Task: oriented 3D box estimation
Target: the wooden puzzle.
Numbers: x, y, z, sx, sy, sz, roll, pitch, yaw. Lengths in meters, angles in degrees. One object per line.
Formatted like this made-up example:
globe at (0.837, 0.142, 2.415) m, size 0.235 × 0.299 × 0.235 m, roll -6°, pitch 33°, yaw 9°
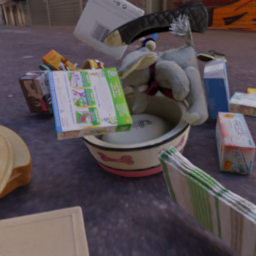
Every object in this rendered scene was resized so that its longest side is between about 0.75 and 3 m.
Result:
wooden puzzle at (-1.599, 2.019, 4.056) m, size 2.042 × 0.411 × 2.207 m, roll -7°, pitch 21°, yaw -13°

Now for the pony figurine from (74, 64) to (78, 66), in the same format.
pony figurine at (-2.950, -2.823, 14.469) m, size 0.923 × 0.768 × 0.891 m, roll 10°, pitch 58°, yaw 13°

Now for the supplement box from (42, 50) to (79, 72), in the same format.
supplement box at (-2.276, -2.052, 10.336) m, size 1.832 × 0.630 × 0.609 m, roll 37°, pitch 62°, yaw 7°

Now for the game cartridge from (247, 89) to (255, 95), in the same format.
game cartridge at (5.583, -1.431, 11.855) m, size 0.964 × 0.177 × 1.094 m, roll 8°, pitch 27°, yaw 17°

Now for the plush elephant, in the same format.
plush elephant at (0.668, -1.142, 6.580) m, size 1.931 × 2.494 × 2.054 m, roll -11°, pitch 13°, yaw 14°

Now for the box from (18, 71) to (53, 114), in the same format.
box at (-3.003, -1.205, 9.538) m, size 0.853 × 1.291 × 0.741 m, roll 2°, pitch 34°, yaw 19°

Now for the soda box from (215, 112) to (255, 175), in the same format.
soda box at (2.717, 0.315, 7.292) m, size 0.697 × 0.750 × 2.192 m, roll 6°, pitch 25°, yaw 12°

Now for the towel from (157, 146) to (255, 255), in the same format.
towel at (1.365, 1.231, 4.105) m, size 0.318 × 1.547 × 2.073 m, roll -42°, pitch 50°, yaw -17°

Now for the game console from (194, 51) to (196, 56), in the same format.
game console at (1.512, -2.075, 8.981) m, size 1.111 × 0.948 × 0.657 m, roll -14°, pitch 38°, yaw -41°

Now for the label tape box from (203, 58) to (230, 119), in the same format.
label tape box at (2.945, -1.170, 9.259) m, size 0.679 × 1.546 × 2.144 m, roll -7°, pitch 31°, yaw 22°

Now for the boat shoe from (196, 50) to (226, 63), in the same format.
boat shoe at (2.952, -2.550, 9.944) m, size 1.252 × 0.406 × 0.458 m, roll 7°, pitch -7°, yaw -29°

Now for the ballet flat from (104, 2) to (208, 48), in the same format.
ballet flat at (0.794, -2.611, 7.464) m, size 2.913 × 0.827 × 0.968 m, roll -17°, pitch 9°, yaw -4°

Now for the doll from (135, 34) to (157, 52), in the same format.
doll at (0.623, -2.764, 9.602) m, size 0.393 × 1.108 × 1.623 m, roll 26°, pitch 9°, yaw -16°

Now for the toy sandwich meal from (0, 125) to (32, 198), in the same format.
toy sandwich meal at (-3.407, 0.991, 5.459) m, size 2.915 × 0.998 × 2.915 m, roll -2°, pitch 47°, yaw 2°

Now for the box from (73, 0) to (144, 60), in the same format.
box at (-0.664, -3.372, 9.186) m, size 1.706 × 1.715 × 1.121 m, roll 26°, pitch 7°, yaw -12°

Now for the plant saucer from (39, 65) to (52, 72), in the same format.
plant saucer at (-2.953, -2.031, 10.320) m, size 0.785 × 0.785 × 0.141 m, roll 24°, pitch 64°, yaw 42°

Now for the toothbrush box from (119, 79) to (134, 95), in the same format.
toothbrush box at (-0.229, -1.197, 7.679) m, size 0.834 × 0.493 × 1.146 m, roll -25°, pitch 16°, yaw -34°

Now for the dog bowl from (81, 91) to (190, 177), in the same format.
dog bowl at (0.210, 0.091, 6.986) m, size 2.762 × 1.019 × 2.762 m, roll -7°, pitch 31°, yaw 4°

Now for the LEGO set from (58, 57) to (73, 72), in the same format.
LEGO set at (-1.626, -1.621, 8.879) m, size 0.382 × 1.557 × 1.163 m, roll -50°, pitch 31°, yaw -17°

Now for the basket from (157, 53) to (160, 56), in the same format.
basket at (1.185, -1.731, 9.736) m, size 2.025 × 1.597 × 2.296 m, roll 11°, pitch 29°, yaw 11°

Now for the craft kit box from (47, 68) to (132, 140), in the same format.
craft kit box at (-0.757, -0.511, 5.349) m, size 1.379 × 0.339 × 1.396 m, roll -8°, pitch 61°, yaw -15°

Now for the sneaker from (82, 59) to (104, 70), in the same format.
sneaker at (-0.817, -1.341, 8.537) m, size 0.745 × 1.653 × 0.620 m, roll -5°, pitch -17°, yaw -38°

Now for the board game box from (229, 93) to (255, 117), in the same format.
board game box at (4.848, -0.788, 10.198) m, size 2.130 × 0.365 × 1.432 m, roll 14°, pitch 27°, yaw 27°
